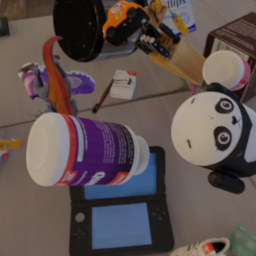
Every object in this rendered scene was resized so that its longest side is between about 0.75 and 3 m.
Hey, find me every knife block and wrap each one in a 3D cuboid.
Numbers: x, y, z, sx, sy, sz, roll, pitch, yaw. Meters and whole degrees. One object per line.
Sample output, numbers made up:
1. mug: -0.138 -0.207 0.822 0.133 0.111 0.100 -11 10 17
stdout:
1. knife block: 1.292 -2.004 7.602 2.377 0.760 2.086 28 8 -3

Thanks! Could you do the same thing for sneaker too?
1. sneaker: 1.776 3.111 7.018 1.696 0.793 0.597 -11 49 -10
2. sneaker: -2.070 -1.177 8.525 2.383 0.958 1.053 3 63 -38

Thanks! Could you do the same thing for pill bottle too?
1. pill bottle: 2.781 -1.527 7.736 0.993 0.993 1.770 32 21 26
2. pill bottle: -0.772 0.542 6.191 2.573 1.447 1.447 9 37 -40

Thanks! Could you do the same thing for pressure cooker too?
1. pressure cooker: -0.793 -3.586 9.629 2.533 2.572 2.880 35 38 31

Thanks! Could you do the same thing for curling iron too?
1. curling iron: -0.508 -0.664 5.915 0.118 0.230 0.926 29 68 2

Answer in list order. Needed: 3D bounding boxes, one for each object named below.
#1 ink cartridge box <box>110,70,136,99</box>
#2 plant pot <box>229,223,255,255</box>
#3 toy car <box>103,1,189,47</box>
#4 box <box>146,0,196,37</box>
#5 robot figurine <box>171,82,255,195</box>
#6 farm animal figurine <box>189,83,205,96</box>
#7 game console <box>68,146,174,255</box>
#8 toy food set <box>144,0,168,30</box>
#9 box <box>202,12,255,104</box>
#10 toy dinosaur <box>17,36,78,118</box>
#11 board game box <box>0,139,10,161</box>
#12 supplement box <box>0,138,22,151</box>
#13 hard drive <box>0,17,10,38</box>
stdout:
1. ink cartridge box: -0.185 -1.805 11.645 0.880 0.511 1.220 8 48 7
2. plant pot: 3.018 3.015 7.066 1.047 1.047 0.701 38 85 29
3. toy car: 0.468 -3.128 8.569 2.878 1.412 0.958 -6 62 -46
4. box: 1.455 -4.138 10.317 1.563 1.700 0.892 -19 11 -6
5. robot figurine: 2.140 0.205 6.094 2.586 1.614 1.943 20 26 -36
6. farm animal figurine: 3.185 -1.108 10.901 1.350 0.841 1.672 -17 44 -39
7. game console: -0.246 1.973 7.478 2.793 1.653 2.384 -4 47 -3
8. toy food set: 0.743 -3.520 8.183 0.352 1.166 0.837 -18 76 -13
9. box: 4.753 -2.819 11.339 2.804 2.303 2.326 -29 54 -24
10. toy dinosaur: -1.882 -0.544 7.112 1.379 2.626 2.383 -24 88 -17
11. board game box: -5.699 0.736 9.217 2.495 0.697 2.443 34 57 27
12. supplement box: -3.405 0.474 7.911 0.764 0.254 0.263 -6 20 -35
13. hard drive: -7.554 -5.171 14.758 2.368 0.389 1.652 -15 50 -13
